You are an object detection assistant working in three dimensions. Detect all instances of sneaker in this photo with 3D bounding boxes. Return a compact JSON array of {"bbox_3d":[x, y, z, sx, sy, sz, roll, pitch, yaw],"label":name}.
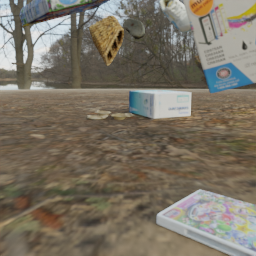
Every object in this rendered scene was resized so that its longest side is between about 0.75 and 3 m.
[{"bbox_3d":[0.263,-2.315,6.757,0.497,0.350,0.935,34,16,-40],"label":"sneaker"},{"bbox_3d":[1.634,-3.764,9.219,0.749,0.709,1.854,34,14,-42],"label":"sneaker"}]

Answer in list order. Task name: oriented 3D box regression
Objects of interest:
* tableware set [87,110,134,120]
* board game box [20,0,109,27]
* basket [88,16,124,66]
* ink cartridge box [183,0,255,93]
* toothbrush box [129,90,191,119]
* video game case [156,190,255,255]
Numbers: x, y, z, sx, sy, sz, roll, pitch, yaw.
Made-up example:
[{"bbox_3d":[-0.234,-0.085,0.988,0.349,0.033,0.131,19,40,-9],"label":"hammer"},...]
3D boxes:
[{"bbox_3d":[-0.676,-0.512,11.086,1.831,0.212,1.529,1,10,8],"label":"tableware set"},{"bbox_3d":[-1.453,-3.839,7.967,2.733,0.843,2.731,-31,23,-32],"label":"board game box"},{"bbox_3d":[-0.705,-3.658,11.845,1.331,1.389,1.865,-28,-2,-1],"label":"basket"},{"bbox_3d":[2.157,-2.094,5.262,1.642,2.230,1.613,-11,19,32],"label":"ink cartridge box"},{"bbox_3d":[1.289,-1.065,11.937,1.745,1.016,2.383,-4,12,-22],"label":"toothbrush box"},{"bbox_3d":[1.088,0.962,2.802,1.318,0.119,0.944,9,13,42],"label":"video game case"}]
